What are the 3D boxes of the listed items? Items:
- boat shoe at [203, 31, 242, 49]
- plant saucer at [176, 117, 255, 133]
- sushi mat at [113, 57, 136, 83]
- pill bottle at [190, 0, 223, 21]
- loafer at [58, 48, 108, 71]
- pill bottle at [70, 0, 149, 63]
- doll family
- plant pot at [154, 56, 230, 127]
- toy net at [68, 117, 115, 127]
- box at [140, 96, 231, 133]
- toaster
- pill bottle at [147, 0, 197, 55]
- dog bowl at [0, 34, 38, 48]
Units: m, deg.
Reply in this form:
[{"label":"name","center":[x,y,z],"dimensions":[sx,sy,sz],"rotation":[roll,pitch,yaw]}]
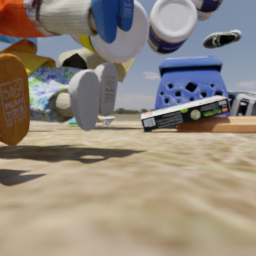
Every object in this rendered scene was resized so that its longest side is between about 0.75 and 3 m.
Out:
[{"label":"boat shoe","center":[3.480,-3.360,10.709],"dimensions":[0.505,0.560,1.585],"rotation":[-29,18,-37]},{"label":"plant saucer","center":[2.139,-0.089,6.297],"dimensions":[2.086,0.337,2.086],"rotation":[-1,1,0]},{"label":"sushi mat","center":[-0.176,-2.978,11.981],"dimensions":[0.962,2.011,0.122],"rotation":[34,12,18]},{"label":"pill bottle","center":[2.308,-3.891,8.047],"dimensions":[0.956,0.956,1.722],"rotation":[0,-14,0]},{"label":"loafer","center":[-1.549,-2.854,11.586],"dimensions":[2.885,1.092,0.985],"rotation":[-16,34,9]},{"label":"pill bottle","center":[-0.786,-2.965,7.998],"dimensions":[1.627,1.627,2.978],"rotation":[-1,26,-30]},{"label":"doll family","center":[-1.177,-0.221,1.533],"dimensions":[1.721,1.249,2.772],"rotation":[8,22,21]},{"label":"plant pot","center":[1.852,-1.012,8.350],"dimensions":[2.032,1.826,2.031],"rotation":[0,-8,12]},{"label":"toy net","center":[-1.521,-0.246,11.226],"dimensions":[2.265,0.437,1.188],"rotation":[1,-2,-44]},{"label":"box","center":[1.127,-0.305,5.811],"dimensions":[1.700,0.295,0.936],"rotation":[-13,7,7]},{"label":"toaster","center":[4.804,-0.759,10.967],"dimensions":[1.815,1.077,1.641],"rotation":[-2,19,-23]},{"label":"pill bottle","center":[1.266,-3.121,8.917],"dimensions":[1.344,1.344,2.322],"rotation":[0,2,-1]},{"label":"dog bowl","center":[-2.620,-1.991,5.526],"dimensions":[1.690,0.419,0.942],"rotation":[5,34,-28]}]
